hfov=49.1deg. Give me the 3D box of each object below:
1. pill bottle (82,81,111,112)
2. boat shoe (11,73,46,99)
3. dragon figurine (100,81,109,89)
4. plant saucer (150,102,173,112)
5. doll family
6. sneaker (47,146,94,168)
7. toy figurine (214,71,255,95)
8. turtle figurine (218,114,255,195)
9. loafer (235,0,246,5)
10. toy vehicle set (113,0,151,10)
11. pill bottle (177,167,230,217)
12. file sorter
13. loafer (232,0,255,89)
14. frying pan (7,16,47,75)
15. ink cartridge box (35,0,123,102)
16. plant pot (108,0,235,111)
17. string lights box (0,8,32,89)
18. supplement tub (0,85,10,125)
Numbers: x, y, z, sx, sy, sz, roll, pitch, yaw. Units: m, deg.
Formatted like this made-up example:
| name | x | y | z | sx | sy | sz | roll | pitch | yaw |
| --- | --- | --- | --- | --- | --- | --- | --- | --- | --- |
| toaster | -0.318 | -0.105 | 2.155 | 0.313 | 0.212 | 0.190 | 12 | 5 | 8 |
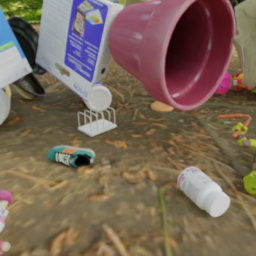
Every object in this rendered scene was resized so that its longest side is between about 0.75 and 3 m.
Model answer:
| name | x | y | z | sx | sy | sz | roll | pitch | yaw |
| --- | --- | --- | --- | --- | --- | --- | --- | --- | --- |
| pill bottle | -1.319 | -1.323 | 10.598 | 0.970 | 0.970 | 1.676 | -9 | 27 | -19 |
| boat shoe | -4.096 | -2.042 | 10.280 | 0.931 | 2.873 | 1.033 | 4 | 61 | 27 |
| dragon figurine | -1.621 | -1.662 | 11.749 | 0.980 | 0.580 | 1.971 | -17 | 30 | -32 |
| plant saucer | 1.268 | -0.803 | 10.481 | 0.856 | 0.138 | 0.856 | -1 | 26 | 0 |
| doll family | -3.116 | 1.712 | 4.138 | 2.691 | 1.212 | 1.670 | 14 | 37 | -8 |
| sneaker | -1.449 | 0.728 | 6.964 | 1.189 | 0.424 | 0.475 | 1 | 21 | 0 |
| toy figurine | 4.598 | -2.034 | 11.747 | 2.232 | 1.821 | 2.425 | -2 | 2 | 17 |
| turtle figurine | 3.211 | 0.678 | 6.537 | 2.636 | 0.849 | 2.126 | 23 | 41 | 13 |
| loafer | 3.779 | -3.245 | 8.085 | 0.836 | 0.943 | 2.480 | -11 | 62 | -32 |
| toy vehicle set | -0.353 | -3.437 | 8.553 | 2.581 | 1.603 | 0.342 | 30 | 46 | 20 |
| pill bottle | 1.503 | 1.277 | 5.649 | 0.576 | 0.576 | 1.016 | -11 | 28 | -22 |
| file sorter | -0.979 | -0.264 | 8.796 | 1.015 | 0.632 | 0.705 | -22 | 34 | -39 |
| loafer | 2.163 | -1.502 | 5.023 | 0.549 | 1.608 | 0.609 | 13 | 33 | 34 |
| frying pan | -3.102 | -2.406 | 7.391 | 0.461 | 1.711 | 2.829 | -19 | -23 | 21 |
| ink cartridge box | -1.424 | -2.363 | 7.330 | 2.488 | 2.511 | 0.545 | 37 | 35 | 27 |
| plant pot | 0.777 | -1.788 | 6.082 | 2.328 | 2.328 | 2.084 | -20 | 36 | -35 |
| string lights box | -3.396 | -2.168 | 5.909 | 0.828 | 2.807 | 1.442 | 0 | 33 | 36 |
| supplement tub | -4.620 | -0.880 | 9.041 | 1.509 | 1.509 | 2.075 | -9 | 27 | -18 |
